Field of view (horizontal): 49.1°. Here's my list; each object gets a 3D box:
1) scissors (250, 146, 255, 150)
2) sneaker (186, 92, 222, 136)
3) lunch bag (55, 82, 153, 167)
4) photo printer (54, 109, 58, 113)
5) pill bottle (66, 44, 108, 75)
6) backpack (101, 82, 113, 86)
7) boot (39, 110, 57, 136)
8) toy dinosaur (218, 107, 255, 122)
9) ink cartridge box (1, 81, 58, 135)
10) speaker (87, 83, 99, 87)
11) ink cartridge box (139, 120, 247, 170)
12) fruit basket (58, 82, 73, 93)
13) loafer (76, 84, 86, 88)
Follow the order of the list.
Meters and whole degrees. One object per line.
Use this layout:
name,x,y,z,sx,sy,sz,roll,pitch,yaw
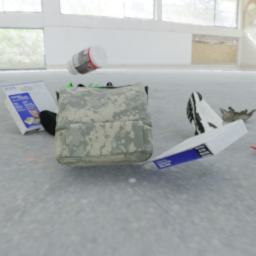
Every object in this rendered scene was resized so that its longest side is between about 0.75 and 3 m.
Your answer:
scissors,4.165,0.620,9.083,0.487,0.093,1.331,11,6,15
sneaker,2.846,-0.342,10.346,0.995,0.917,2.488,1,51,-11
lunch bag,-0.630,-0.138,7.601,2.618,2.196,1.824,-3,-13,-5
photo printer,-2.574,-0.369,11.695,1.112,0.925,0.386,-1,-9,-7
pill bottle,-1.705,-2.664,11.274,1.660,0.919,0.919,-11,6,38
backpack,-1.187,-1.675,14.844,1.138,1.500,1.798,-20,31,5
boot,-2.099,-0.255,11.250,2.422,0.896,1.984,23,28,36
toy dinosaur,5.137,-0.551,13.063,1.955,0.752,1.000,9,30,9
ink cartridge box,-3.996,-0.899,11.818,0.495,2.108,2.083,-40,-11,37
speaker,-0.761,-1.153,12.076,2.194,0.970,0.970,24,20,10
ink cartridge box,1.650,0.572,7.242,2.108,0.428,2.103,-22,-4,-34
fruit basket,-3.197,-2.084,17.239,2.083,1.503,2.083,-17,17,5
loafer,-1.322,-0.910,10.807,0.977,0.856,2.718,-14,34,-39
